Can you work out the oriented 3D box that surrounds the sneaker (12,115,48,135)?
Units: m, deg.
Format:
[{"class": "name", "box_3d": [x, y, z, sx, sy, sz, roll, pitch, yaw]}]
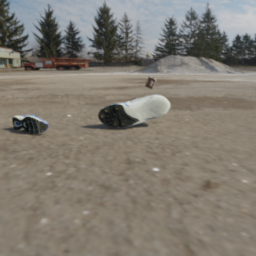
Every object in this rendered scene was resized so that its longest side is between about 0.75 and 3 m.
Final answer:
[{"class": "sneaker", "box_3d": [-3.647, -0.216, 10.789, 1.879, 0.738, 0.838, 10, 20, 37]}]

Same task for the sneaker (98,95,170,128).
[{"class": "sneaker", "box_3d": [0.231, -0.649, 11.435, 2.940, 1.057, 1.066, -11, 4, -6]}]

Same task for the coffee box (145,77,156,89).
[{"class": "coffee box", "box_3d": [1.122, -2.234, 13.941, 0.377, 0.534, 0.944, 24, 12, 3]}]
